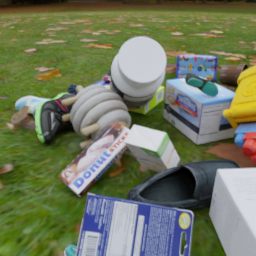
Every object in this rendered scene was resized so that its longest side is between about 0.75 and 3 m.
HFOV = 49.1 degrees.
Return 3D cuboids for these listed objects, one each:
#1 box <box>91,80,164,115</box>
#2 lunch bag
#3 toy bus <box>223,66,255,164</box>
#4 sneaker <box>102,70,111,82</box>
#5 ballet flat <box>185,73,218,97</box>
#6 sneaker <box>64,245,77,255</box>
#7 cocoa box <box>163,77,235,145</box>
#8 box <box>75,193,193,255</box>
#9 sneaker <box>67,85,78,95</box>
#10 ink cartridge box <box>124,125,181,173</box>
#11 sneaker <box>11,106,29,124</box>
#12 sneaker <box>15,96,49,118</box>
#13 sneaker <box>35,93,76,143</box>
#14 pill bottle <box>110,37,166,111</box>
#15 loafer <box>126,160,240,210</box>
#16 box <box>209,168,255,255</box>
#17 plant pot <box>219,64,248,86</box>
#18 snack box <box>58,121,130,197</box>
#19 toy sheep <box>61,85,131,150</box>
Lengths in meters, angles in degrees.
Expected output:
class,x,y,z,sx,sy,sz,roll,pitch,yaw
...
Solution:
class,x,y,z,sx,sy,sz,roll,pitch,yaw
box,-0.225,-1.449,11.684,2.985,0.711,1.820,16,31,26
lunch bag,3.615,-3.234,14.868,1.957,1.223,2.600,5,16,12
toy bus,3.943,0.032,7.515,2.684,2.796,1.897,-54,21,-24
sneaker,-0.689,-2.311,12.004,0.534,0.495,1.325,12,29,23
ballet flat,2.123,-1.299,8.087,1.225,0.417,0.419,20,36,-29
sneaker,-0.639,2.248,4.790,0.945,0.376,0.366,24,24,8
cocoa box,2.370,-0.686,9.410,1.487,1.463,2.230,-11,30,-19
box,0.121,1.687,4.354,1.729,1.047,0.280,12,-15,-8
sneaker,-1.824,-1.218,11.344,0.555,0.565,1.467,-44,62,-5
ink cartridge box,0.639,0.631,6.670,0.900,1.537,0.517,15,64,35
sneaker,-3.668,-0.295,9.539,0.344,0.543,0.966,19,37,-1
sneaker,-3.456,-0.675,10.269,1.673,0.666,1.092,0,27,3
sneaker,-2.153,-0.488,9.435,1.233,1.130,2.944,3,29,14
pill bottle,0.252,-1.605,8.852,1.634,1.634,2.808,-3,-9,-5
loafer,1.347,1.252,6.052,2.871,1.008,0.975,-13,62,-20
box,2.598,1.909,4.776,1.575,1.234,2.532,-1,27,-3
plant pot,5.060,-2.549,13.472,1.090,1.101,1.101,12,29,37
snack box,-0.743,0.720,7.072,0.751,0.254,2.090,33,65,26
toy sheep,-0.954,-0.412,8.551,1.891,1.891,2.743,-19,59,-32
